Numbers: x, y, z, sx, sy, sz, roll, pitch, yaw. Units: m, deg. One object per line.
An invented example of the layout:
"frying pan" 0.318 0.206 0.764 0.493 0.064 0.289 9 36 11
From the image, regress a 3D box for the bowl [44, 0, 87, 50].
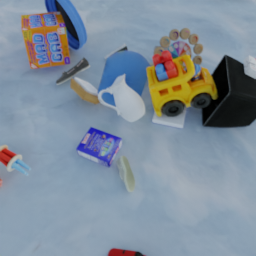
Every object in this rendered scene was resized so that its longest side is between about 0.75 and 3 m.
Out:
"bowl" -2.976 -5.137 13.528 0.550 2.801 2.801 -38 61 -18

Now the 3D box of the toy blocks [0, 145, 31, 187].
"toy blocks" -4.405 1.390 9.624 1.874 0.681 1.562 32 95 8

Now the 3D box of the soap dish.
"soap dish" -1.798 -1.560 11.955 1.305 1.027 0.530 42 105 34

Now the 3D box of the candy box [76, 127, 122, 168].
"candy box" -1.071 0.708 10.550 1.360 0.524 1.150 21 57 14

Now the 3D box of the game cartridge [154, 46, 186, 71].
"game cartridge" 2.131 -2.996 13.204 1.451 0.430 2.239 -7 59 -13

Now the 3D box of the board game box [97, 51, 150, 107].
"board game box" -0.233 -2.021 11.622 1.934 2.448 0.477 9 23 -24

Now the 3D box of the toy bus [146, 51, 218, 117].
"toy bus" 1.954 -1.947 10.846 2.603 2.499 1.766 -15 49 11

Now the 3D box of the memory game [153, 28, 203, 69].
"memory game" 2.182 -3.017 11.952 2.407 2.407 0.153 -18 27 -13

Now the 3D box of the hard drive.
"hard drive" 1.846 -0.875 11.918 1.262 0.243 1.913 12 53 10

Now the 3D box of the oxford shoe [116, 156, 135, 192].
"oxford shoe" -0.102 1.656 9.946 0.392 0.510 1.358 -33 58 26

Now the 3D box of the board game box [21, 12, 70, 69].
"board game box" -3.838 -4.112 13.088 1.841 1.843 1.841 -11 43 -12

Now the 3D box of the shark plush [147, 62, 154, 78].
"shark plush" 0.538 -2.605 12.970 1.617 0.674 0.735 8 43 21

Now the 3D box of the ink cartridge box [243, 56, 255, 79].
"ink cartridge box" 4.749 -2.319 10.696 0.559 0.316 0.763 22 53 -13

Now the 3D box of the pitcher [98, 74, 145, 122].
"pitcher" -0.238 -0.993 10.987 1.486 1.050 1.732 -39 106 -18

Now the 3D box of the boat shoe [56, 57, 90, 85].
"boat shoe" -2.608 -2.609 12.838 1.779 0.507 0.595 -32 20 -7

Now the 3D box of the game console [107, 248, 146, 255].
"game console" 0.081 4.566 7.844 1.615 1.112 1.874 -9 45 34

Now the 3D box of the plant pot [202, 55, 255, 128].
"plant pot" 4.274 -1.218 11.151 1.908 2.146 2.151 15 53 -5

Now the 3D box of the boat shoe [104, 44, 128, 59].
"boat shoe" -0.587 -3.682 13.805 1.240 0.351 0.425 -28 18 16
